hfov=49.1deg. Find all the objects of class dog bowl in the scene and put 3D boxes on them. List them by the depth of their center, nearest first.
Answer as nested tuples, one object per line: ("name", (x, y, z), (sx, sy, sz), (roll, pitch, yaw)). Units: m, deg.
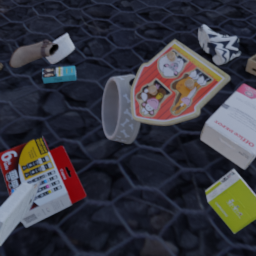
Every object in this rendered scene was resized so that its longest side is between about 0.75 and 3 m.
("dog bowl", (-0.253, -0.541, 8.024), (0.592, 2.020, 2.020), (1, 52, -20))

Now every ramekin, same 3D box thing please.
("ramekin", (-2.640, -2.975, 10.642), (1.240, 0.605, 1.240), (-29, 26, 15))

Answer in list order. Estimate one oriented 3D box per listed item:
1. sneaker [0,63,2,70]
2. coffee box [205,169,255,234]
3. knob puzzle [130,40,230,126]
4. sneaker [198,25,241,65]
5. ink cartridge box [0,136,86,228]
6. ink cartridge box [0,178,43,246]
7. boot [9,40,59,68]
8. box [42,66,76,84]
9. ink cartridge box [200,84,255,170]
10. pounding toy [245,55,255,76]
("sneaker", (-6.224, -2.717, 12.566), (1.140, 0.401, 0.431), (-1, 35, -5))
("coffee box", (2.604, 1.779, 6.898), (0.969, 0.958, 0.967), (-40, 86, 12))
("knob puzzle", (0.883, -0.965, 6.540), (2.348, 0.326, 2.348), (-11, 63, 22))
("sneaker", (4.381, -4.041, 13.123), (1.502, 0.921, 2.308), (-17, 56, -14))
("ink cartridge box", (-2.768, 1.555, 9.041), (2.076, 0.991, 2.364), (-24, 57, -17))
("ink cartridge box", (-2.020, 1.493, 4.914), (0.229, 1.128, 1.130), (31, 33, 1))
("boot", (-2.690, -2.174, 8.196), (0.982, 0.472, 1.343), (6, 46, 21))
("box", (-3.004, -2.329, 12.236), (1.408, 0.346, 0.579), (-7, 55, -5))
("ink cartridge box", (4.195, -0.120, 10.169), (1.953, 1.103, 2.666), (38, 62, 24))
("pounding toy", (5.887, -2.558, 12.231), (1.083, 0.837, 1.177), (-32, 50, -22))
